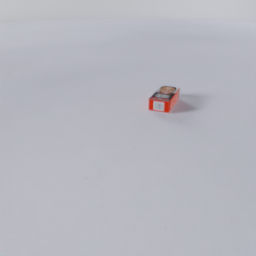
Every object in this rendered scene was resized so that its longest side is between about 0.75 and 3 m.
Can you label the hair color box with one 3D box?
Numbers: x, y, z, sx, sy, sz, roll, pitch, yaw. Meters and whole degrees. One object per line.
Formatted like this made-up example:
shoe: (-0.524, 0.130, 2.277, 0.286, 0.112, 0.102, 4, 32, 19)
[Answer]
hair color box: (1.799, -1.449, 13.800, 1.047, 0.631, 2.062, 10, 29, 19)
